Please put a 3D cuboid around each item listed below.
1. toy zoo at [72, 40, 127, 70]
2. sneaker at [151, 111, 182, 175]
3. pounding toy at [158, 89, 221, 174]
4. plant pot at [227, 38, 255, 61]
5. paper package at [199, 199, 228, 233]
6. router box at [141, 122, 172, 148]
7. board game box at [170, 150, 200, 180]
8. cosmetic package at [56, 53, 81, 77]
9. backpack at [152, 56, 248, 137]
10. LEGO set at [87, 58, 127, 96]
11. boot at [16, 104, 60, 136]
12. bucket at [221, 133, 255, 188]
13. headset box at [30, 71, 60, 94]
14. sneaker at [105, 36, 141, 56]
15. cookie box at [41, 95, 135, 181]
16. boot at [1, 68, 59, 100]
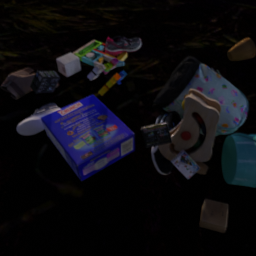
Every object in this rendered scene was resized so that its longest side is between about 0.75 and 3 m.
[{"bbox_3d":[-1.293,-3.708,14.486,2.693,0.276,1.767,27,51,24],"label":"toy zoo"},{"bbox_3d":[1.342,0.448,9.272,0.770,1.179,2.108,6,74,-18],"label":"sneaker"},{"bbox_3d":[1.888,0.106,8.597,1.544,2.700,1.549,12,29,16],"label":"pounding toy"},{"bbox_3d":[5.690,-3.856,14.248,1.122,1.045,1.045,-23,48,0],"label":"plant pot"},{"bbox_3d":[2.549,2.606,8.299,0.740,0.402,0.777,12,47,12],"label":"paper package"},{"bbox_3d":[0.799,0.198,7.906,0.767,0.575,0.238,-13,15,10],"label":"router box"},{"bbox_3d":[1.648,1.063,8.043,0.491,0.777,0.135,-43,19,2],"label":"board game box"},{"bbox_3d":[-2.864,-3.042,13.527,0.869,0.728,0.723,-35,54,-30],"label":"cosmetic package"},{"bbox_3d":[2.693,-0.891,10.041,2.938,1.860,2.452,37,79,-5],"label":"backpack"},{"bbox_3d":[-0.959,-2.166,12.437,1.083,1.165,2.840,46,23,-4],"label":"LEGO set"},{"bbox_3d":[-3.538,-0.361,11.079,1.915,0.697,0.865,-23,40,-28],"label":"boot"},{"bbox_3d":[3.761,1.018,8.862,1.183,1.818,1.818,3,46,2],"label":"bucket"},{"bbox_3d":[-3.055,-1.705,10.414,0.408,0.766,0.879,49,34,19],"label":"headset box"},{"bbox_3d":[-0.188,-4.316,14.348,2.137,0.798,0.861,-23,45,-31],"label":"sneaker"},{"bbox_3d":[-1.459,0.224,10.160,2.314,1.017,2.706,-28,52,-24],"label":"cookie box"},{"bbox_3d":[-4.437,-1.864,12.466,2.244,0.788,1.641,24,57,23],"label":"boot"}]
